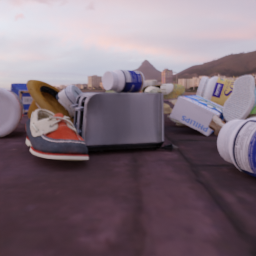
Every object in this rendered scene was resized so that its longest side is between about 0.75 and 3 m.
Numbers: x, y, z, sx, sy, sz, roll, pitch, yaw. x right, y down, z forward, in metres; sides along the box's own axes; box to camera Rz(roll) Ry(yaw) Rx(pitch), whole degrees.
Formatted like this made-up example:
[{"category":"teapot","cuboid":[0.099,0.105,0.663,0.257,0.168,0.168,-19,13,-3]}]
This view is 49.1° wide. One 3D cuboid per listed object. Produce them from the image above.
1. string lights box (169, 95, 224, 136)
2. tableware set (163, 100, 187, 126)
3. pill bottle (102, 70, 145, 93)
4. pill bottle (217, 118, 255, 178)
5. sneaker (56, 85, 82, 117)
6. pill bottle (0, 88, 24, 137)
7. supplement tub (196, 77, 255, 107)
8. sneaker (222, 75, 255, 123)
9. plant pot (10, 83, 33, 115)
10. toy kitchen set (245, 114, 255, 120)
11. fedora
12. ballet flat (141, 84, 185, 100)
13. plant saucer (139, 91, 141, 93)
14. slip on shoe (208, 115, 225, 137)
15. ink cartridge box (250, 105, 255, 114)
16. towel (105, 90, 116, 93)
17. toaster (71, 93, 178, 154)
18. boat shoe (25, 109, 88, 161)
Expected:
[{"category":"string lights box","cuboid":[2.710,-0.535,10.361,1.448,0.831,2.819,29,18,19]},{"category":"tableware set","cuboid":[2.450,-0.680,12.659,2.370,0.329,2.838,-7,29,-29]},{"category":"pill bottle","cuboid":[-0.114,-1.119,6.742,0.949,0.549,0.549,-5,9,-39]},{"category":"pill bottle","cuboid":[2.305,0.352,4.493,1.022,1.022,1.766,-2,8,-18]},{"category":"sneaker","cuboid":[-1.465,-0.548,8.868,0.702,1.984,0.724,-19,41,23]},{"category":"pill bottle","cuboid":[-4.447,-0.594,9.644,1.590,1.590,2.744,-2,6,-17]},{"category":"supplement tub","cuboid":[4.617,-1.440,13.482,2.470,1.796,1.796,17,12,17]},{"category":"sneaker","cuboid":[4.130,-0.783,9.951,0.966,1.070,2.612,-4,38,42]},{"category":"plant pot","cuboid":[-6.484,-1.844,18.228,1.979,1.979,1.779,-4,14,-27]},{"category":"toy kitchen set","cuboid":[5.233,-1.034,9.836,2.082,2.303,2.552,-4,2,-45]},{"category":"fedora","cuboid":[-2.566,-0.524,9.300,2.521,1.028,2.521,41,12,-11]},{"category":"ballet flat","cuboid":[1.153,-1.293,9.769,1.679,0.594,0.594,0,5,43]},{"category":"plant saucer","cuboid":[0.572,-1.375,13.090,1.130,0.212,1.130,-27,31,19]},{"category":"slip on shoe","cuboid":[2.315,0.083,6.851,0.463,0.369,1.219,36,15,-24]},{"category":"ink cartridge box","cuboid":[6.154,-0.513,11.821,0.947,0.541,1.823,24,0,-18]},{"category":"towel","cuboid":[-0.580,-1.719,15.238,2.094,2.823,0.515,10,-24,49]},{"category":"toaster","cuboid":[-0.240,-0.220,7.359,2.394,1.420,2.165,-2,9,-16]},{"category":"boat shoe","cuboid":[-1.659,0.117,6.272,1.050,0.923,2.951,12,1,-30]}]
